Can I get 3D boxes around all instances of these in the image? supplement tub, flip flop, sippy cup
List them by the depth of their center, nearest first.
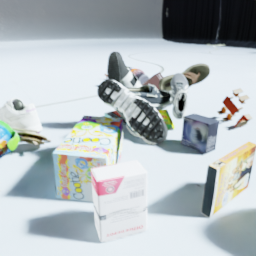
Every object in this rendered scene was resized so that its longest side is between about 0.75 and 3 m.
[{"bbox_3d":[-4.238,0.558,8.416,1.321,1.682,1.233,40,31,-15],"label":"sippy cup"},{"bbox_3d":[2.255,-1.893,11.091,2.102,0.852,0.605,-17,34,2],"label":"flip flop"},{"bbox_3d":[0.168,-2.905,16.509,1.311,1.311,2.452,-15,27,-33],"label":"supplement tub"}]

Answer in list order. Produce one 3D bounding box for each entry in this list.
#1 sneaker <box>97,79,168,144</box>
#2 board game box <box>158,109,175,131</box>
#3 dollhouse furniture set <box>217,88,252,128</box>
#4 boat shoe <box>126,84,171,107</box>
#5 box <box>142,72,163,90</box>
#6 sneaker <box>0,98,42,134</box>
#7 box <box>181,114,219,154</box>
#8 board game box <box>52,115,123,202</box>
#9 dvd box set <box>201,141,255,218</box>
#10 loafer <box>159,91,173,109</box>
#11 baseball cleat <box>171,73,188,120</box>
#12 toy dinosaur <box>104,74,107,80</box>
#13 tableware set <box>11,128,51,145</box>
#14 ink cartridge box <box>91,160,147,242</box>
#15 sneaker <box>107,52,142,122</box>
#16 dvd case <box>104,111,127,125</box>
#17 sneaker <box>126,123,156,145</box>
[{"bbox_3d":[0.260,-0.452,7.995,2.575,0.856,1.165,41,9,29],"label":"sneaker"},{"bbox_3d":[1.341,-0.262,10.140,0.424,0.835,0.199,-9,36,32],"label":"board game box"},{"bbox_3d":[4.296,-0.691,11.331,0.701,1.360,1.345,-14,58,-26],"label":"dollhouse furniture set"},{"bbox_3d":[0.673,-1.185,10.109,2.508,0.757,0.948,-17,31,-41],"label":"boat shoe"},{"bbox_3d":[0.834,-1.443,11.836,1.801,0.902,0.675,-41,10,-16],"label":"box"},{"bbox_3d":[-4.369,-0.493,10.501,2.780,1.385,1.041,6,21,26],"label":"sneaker"},{"bbox_3d":[2.379,0.160,9.381,0.645,1.039,1.047,-13,24,-39],"label":"box"},{"bbox_3d":[-0.959,0.725,7.709,1.295,1.318,2.514,5,24,7],"label":"board game box"},{"bbox_3d":[2.421,1.181,6.656,1.788,1.308,0.263,-18,29,-38],"label":"dvd box set"},{"bbox_3d":[1.752,-1.603,13.523,0.887,0.957,2.546,19,21,19],"label":"loafer"},{"bbox_3d":[1.890,-1.266,9.918,0.658,1.888,1.005,0,-21,0],"label":"baseball cleat"},{"bbox_3d":[-1.231,-3.426,19.049,0.557,0.353,0.822,-23,43,-30],"label":"toy dinosaur"},{"bbox_3d":[-3.822,0.362,9.362,2.224,0.446,1.470,6,-15,6],"label":"tableware set"},{"bbox_3d":[-0.175,1.493,5.759,1.029,1.422,0.600,-8,21,-18],"label":"ink cartridge box"},{"bbox_3d":[-0.011,-1.666,10.707,1.171,2.647,0.981,-24,24,-26],"label":"sneaker"},{"bbox_3d":[0.099,-0.551,12.265,1.884,0.207,1.375,-14,27,-28],"label":"dvd case"},{"bbox_3d":[0.609,-0.025,10.300,0.716,0.735,1.847,-15,26,-33],"label":"sneaker"}]
